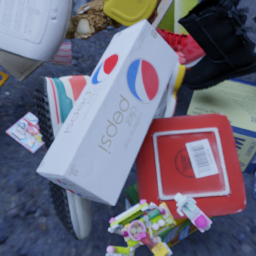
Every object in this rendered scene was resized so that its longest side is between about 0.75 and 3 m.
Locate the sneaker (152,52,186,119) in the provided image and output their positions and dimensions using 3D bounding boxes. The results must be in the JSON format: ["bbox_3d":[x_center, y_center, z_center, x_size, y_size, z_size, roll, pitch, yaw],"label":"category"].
[{"bbox_3d":[0.679,-0.803,6.379,0.795,1.934,0.753,3,29,-10],"label":"sneaker"}]

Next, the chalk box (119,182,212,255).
[{"bbox_3d":[0.769,1.911,6.456,2.148,1.341,1.331,-26,54,-19],"label":"chalk box"}]

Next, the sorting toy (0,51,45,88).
[{"bbox_3d":[-3.287,-2.198,8.625,1.455,0.352,2.584,39,68,7],"label":"sorting toy"}]

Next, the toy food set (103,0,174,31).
[{"bbox_3d":[0.278,-3.112,6.835,2.253,1.325,0.736,41,29,26],"label":"toy food set"}]

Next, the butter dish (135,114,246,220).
[{"bbox_3d":[0.977,0.728,4.923,1.663,1.233,1.668,-5,70,1],"label":"butter dish"}]

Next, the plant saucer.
[{"bbox_3d":[1.065,-3.655,8.605,0.579,2.413,2.417,-13,20,-31],"label":"plant saucer"}]

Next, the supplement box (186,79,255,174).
[{"bbox_3d":[2.831,-0.216,8.159,2.196,1.474,2.194,15,51,13],"label":"supplement box"}]

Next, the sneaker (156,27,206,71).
[{"bbox_3d":[1.123,-2.357,7.755,2.483,1.434,0.973,-6,46,45],"label":"sneaker"}]

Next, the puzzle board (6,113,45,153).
[{"bbox_3d":[-1.877,0.070,5.421,0.805,0.070,0.606,31,60,22],"label":"puzzle board"}]

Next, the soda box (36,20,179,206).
[{"bbox_3d":[-0.192,-0.274,3.979,0.800,0.856,2.512,-6,52,50],"label":"soda box"}]

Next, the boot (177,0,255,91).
[{"bbox_3d":[1.774,-1.816,6.250,2.191,1.795,0.811,-12,44,51],"label":"boot"}]

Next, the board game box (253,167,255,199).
[{"bbox_3d":[4.788,1.429,7.429,2.632,0.455,1.783,16,51,13],"label":"board game box"}]

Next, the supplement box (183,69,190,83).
[{"bbox_3d":[3.075,-2.716,10.502,1.469,1.140,2.662,24,54,19],"label":"supplement box"}]

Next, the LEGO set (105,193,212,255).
[{"bbox_3d":[0.028,1.102,2.347,0.659,0.534,1.433,35,82,34],"label":"LEGO set"}]

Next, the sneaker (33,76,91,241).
[{"bbox_3d":[-0.700,0.506,4.909,1.369,2.929,1.031,-14,13,-29],"label":"sneaker"}]

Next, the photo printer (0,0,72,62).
[{"bbox_3d":[-2.758,-2.959,6.718,2.785,2.317,0.967,18,17,3],"label":"photo printer"}]

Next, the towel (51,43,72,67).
[{"bbox_3d":[-1.948,-2.169,8.201,0.599,0.122,0.818,-2,68,-15],"label":"towel"}]

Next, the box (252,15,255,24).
[{"bbox_3d":[4.075,-2.044,6.901,1.711,0.529,2.143,-26,79,-49],"label":"box"}]

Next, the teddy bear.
[{"bbox_3d":[-0.814,-3.112,7.930,1.811,0.834,2.497,-4,40,29],"label":"teddy bear"}]
